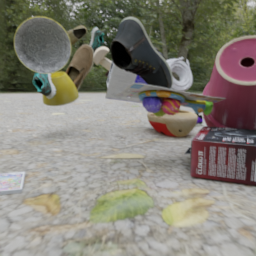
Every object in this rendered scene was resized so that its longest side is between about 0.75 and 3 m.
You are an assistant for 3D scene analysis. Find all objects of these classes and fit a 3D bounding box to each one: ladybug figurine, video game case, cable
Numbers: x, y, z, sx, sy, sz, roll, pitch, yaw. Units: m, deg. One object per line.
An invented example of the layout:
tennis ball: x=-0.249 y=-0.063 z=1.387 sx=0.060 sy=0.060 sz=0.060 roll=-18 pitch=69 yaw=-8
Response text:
ladybug figurine: x=1.900 y=-0.268 z=12.503 sx=1.923 sy=1.019 sz=2.833 roll=-4 pitch=11 yaw=-22
video game case: x=-2.884 y=1.290 z=6.524 sx=0.841 sy=0.106 sz=1.175 roll=-3 pitch=11 yaw=-16
cable: x=1.905 y=-2.074 z=11.204 sx=1.418 sy=1.418 sz=0.491 roll=-10 pitch=-11 yaw=-26

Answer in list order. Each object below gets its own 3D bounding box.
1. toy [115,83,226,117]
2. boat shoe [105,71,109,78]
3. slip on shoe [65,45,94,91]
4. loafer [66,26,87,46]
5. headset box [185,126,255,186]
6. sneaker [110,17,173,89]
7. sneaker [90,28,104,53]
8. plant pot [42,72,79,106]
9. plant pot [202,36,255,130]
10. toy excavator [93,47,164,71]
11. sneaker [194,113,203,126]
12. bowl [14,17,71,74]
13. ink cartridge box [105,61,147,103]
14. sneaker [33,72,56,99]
toy: x=1.132 y=-0.635 z=7.814 sx=2.700 sy=0.637 sz=1.554 roll=4 pitch=-7 yaw=-19
boat shoe: x=-0.845 y=-3.004 z=14.804 sx=0.961 sy=0.338 sz=0.338 roll=-30 pitch=-9 yaw=17
slip on shoe: x=-2.436 y=-2.817 z=13.344 sx=1.025 sy=2.696 sz=0.817 roll=26 pitch=-7 yaw=7
loafer: x=-2.477 y=-3.931 z=12.122 sx=1.685 sy=0.640 sz=0.568 roll=-42 pitch=23 yaw=-12
headset box: x=2.889 y=0.659 z=7.360 sx=2.692 sy=1.040 sz=2.003 roll=3 pitch=11 yaw=22
sneaker: x=0.337 y=-1.630 z=7.595 sx=0.901 sy=2.409 sz=1.280 roll=-16 pitch=36 yaw=37
sneaker: x=-1.520 y=-4.189 z=13.899 sx=0.641 sy=1.405 sz=0.545 roll=30 pitch=39 yaw=28
plant pot: x=-2.882 y=-1.691 z=11.580 sx=1.510 sy=1.072 sz=1.510 roll=-5 pitch=30 yaw=3
plant pot: x=3.562 y=-1.200 z=8.356 sx=2.754 sy=2.754 sz=2.465 roll=4 pitch=-29 yaw=21
toy excavator: x=0.204 y=-2.823 z=13.017 sx=2.902 sy=2.822 sz=1.450 roll=-25 pitch=27 yaw=6
sneaker: x=3.337 y=-0.421 z=14.322 sx=1.370 sy=0.681 sz=0.476 roll=-8 pitch=13 yaw=-41
bowl: x=-2.669 y=-2.669 z=8.960 sx=1.721 sy=1.721 sz=0.808 roll=-1 pitch=26 yaw=-8
ink cartridge box: x=0.210 y=-1.800 z=10.211 sx=1.849 sy=1.867 sz=0.405 roll=7 pitch=38 yaw=-16
sneaker: x=-3.209 y=-1.806 z=10.271 sx=0.602 sy=1.551 sz=0.707 roll=-37 pitch=-21 yaw=18
